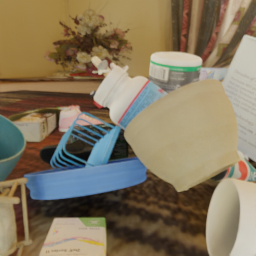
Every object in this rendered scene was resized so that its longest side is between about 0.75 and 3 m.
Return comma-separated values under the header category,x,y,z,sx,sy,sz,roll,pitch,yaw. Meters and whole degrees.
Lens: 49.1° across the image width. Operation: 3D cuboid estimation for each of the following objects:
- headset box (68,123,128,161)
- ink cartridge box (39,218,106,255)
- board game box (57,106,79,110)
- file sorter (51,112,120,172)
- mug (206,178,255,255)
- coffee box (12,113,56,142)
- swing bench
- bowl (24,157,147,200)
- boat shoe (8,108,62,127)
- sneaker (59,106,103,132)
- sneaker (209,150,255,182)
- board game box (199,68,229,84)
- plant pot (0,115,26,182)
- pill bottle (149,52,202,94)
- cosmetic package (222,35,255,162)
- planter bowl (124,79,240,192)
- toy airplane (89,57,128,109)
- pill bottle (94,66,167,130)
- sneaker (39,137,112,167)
category,x,y,z,sx,sy,sz,roll,pitch,yaw
headset box,-0.945,0.389,8.369,1.457,0.776,1.674,-6,14,-20
ink cartridge box,-0.690,1.688,3.551,0.789,0.453,1.346,-1,13,-3
board game box,-2.650,-0.561,12.464,1.007,0.771,0.203,-9,16,-37
file sorter,-0.827,0.383,5.063,0.769,0.870,1.254,27,-28,-15
mug,1.837,1.365,3.440,1.318,1.110,1.503,13,9,0
coffee box,-3.419,-0.048,10.357,1.017,0.709,1.778,2,13,4
swing bench,-1.921,1.326,3.730,1.092,1.086,0.708,-2,13,-11
bowl,-0.757,0.936,5.363,2.311,0.454,2.311,-8,-5,-1
boat shoe,-3.749,-0.444,11.740,2.440,0.872,0.802,-9,20,-18
sneaker,-1.887,-0.416,11.405,1.883,0.984,0.709,-5,12,-26
sneaker,2.320,0.794,7.043,1.074,0.809,2.297,13,11,-10
board game box,3.401,-1.026,10.676,0.507,2.465,2.459,3,10,-33
plant pot,-3.087,0.588,4.870,2.139,1.441,2.139,24,17,-8
pill bottle,1.402,-0.948,9.174,1.588,2.808,1.588,3,25,-1
cosmetic package,3.959,-0.757,7.719,2.281,2.743,2.295,36,31,31
planter bowl,1.001,0.255,4.483,1.798,1.210,1.798,-24,-20,-9
toy airplane,-0.737,-2.665,16.570,2.981,2.969,2.104,-5,0,-36
pill bottle,0.507,-0.415,7.619,2.756,1.499,1.499,36,16,-1
sneaker,-1.186,0.533,6.682,1.658,0.498,0.865,2,19,-5
